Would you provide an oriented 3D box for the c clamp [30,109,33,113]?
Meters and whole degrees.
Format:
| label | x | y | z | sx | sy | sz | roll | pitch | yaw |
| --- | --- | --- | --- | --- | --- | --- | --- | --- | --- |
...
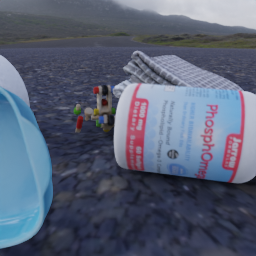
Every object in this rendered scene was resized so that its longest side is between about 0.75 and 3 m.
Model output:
| label | x | y | z | sx | sy | sz | roll | pitch | yaw |
| --- | --- | --- | --- | --- | --- | --- | --- | --- | --- |
| c clamp | -3.580 | -0.357 | 8.012 | 1.558 | 0.211 | 1.331 | -3 | 14 | -3 |

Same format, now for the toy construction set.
| label | x | y | z | sx | sy | sz | roll | pitch | yaw |
| --- | --- | --- | --- | --- | --- | --- | --- | --- | --- |
| toy construction set | -0.710 | -0.253 | 6.871 | 1.410 | 1.083 | 1.176 | -26 | 69 | -31 |

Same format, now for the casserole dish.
| label | x | y | z | sx | sy | sz | roll | pitch | yaw |
| --- | --- | --- | --- | --- | --- | --- | --- | --- | --- |
| casserole dish | -1.865 | 0.461 | 2.926 | 2.628 | 1.592 | 0.510 | -13 | 4 | 15 |

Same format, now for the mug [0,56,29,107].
| label | x | y | z | sx | sy | sz | roll | pitch | yaw |
| --- | --- | --- | --- | --- | --- | --- | --- | --- | --- |
| mug | -3.738 | -0.427 | 5.873 | 2.449 | 1.808 | 2.147 | 0 | 25 | 34 |

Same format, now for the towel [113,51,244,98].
| label | x | y | z | sx | sy | sz | roll | pitch | yaw |
| --- | --- | --- | --- | --- | --- | --- | --- | --- | --- |
| towel | 1.351 | -0.869 | 6.696 | 2.698 | 1.154 | 2.234 | 37 | 35 | 21 |

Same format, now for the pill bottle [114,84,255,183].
| label | x | y | z | sx | sy | sz | roll | pitch | yaw |
| --- | --- | --- | --- | --- | --- | --- | --- | --- | --- |
| pill bottle | 1.251 | 0.094 | 4.624 | 2.747 | 1.494 | 1.494 | 6 | 20 | 12 |
